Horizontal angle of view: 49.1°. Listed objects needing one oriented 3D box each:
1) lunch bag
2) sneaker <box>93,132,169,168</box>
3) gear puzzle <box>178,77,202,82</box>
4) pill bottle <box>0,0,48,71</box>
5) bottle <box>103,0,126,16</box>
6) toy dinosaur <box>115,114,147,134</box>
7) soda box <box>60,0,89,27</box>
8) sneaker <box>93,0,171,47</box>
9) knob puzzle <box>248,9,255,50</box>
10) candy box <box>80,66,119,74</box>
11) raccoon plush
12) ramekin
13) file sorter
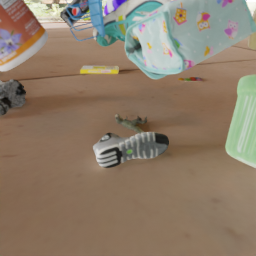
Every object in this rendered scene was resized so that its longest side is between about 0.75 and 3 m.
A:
[{"bbox_3d":[0.576,-1.029,3.081,0.989,0.708,1.161,-30,16,-16],"label":"lunch bag"},{"bbox_3d":[0.000,0.294,6.099,1.623,0.609,0.937,-11,25,-20],"label":"sneaker"},{"bbox_3d":[2.599,-2.077,11.807,0.978,0.128,0.507,1,25,3],"label":"gear puzzle"},{"bbox_3d":[-3.228,-2.771,6.229,1.540,2.746,1.540,-23,36,18],"label":"pill bottle"},{"bbox_3d":[-0.505,-4.195,9.686,0.441,0.564,1.351,-5,3,-23],"label":"bottle"},{"bbox_3d":[0.191,-0.121,7.365,0.560,0.302,1.271,-31,37,-25],"label":"toy dinosaur"},{"bbox_3d":[-1.348,-3.646,8.238,1.416,0.448,0.501,-37,33,13],"label":"soda box"},{"bbox_3d":[0.047,-2.577,7.253,1.105,1.136,2.852,-33,16,-32],"label":"sneaker"},{"bbox_3d":[2.078,-1.546,3.656,1.377,1.377,0.191,-8,47,-18],"label":"knob puzzle"},{"bbox_3d":[-1.312,-2.739,13.130,1.711,0.226,0.875,1,22,1],"label":"candy box"},{"bbox_3d":[-4.080,-0.967,8.646,1.212,0.875,1.809,1,24,22],"label":"raccoon plush"},{"bbox_3d":[2.909,0.196,4.439,2.668,1.303,2.668,18,5,-2],"label":"ramekin"},{"bbox_3d":[-1.061,-2.771,6.600,0.709,1.156,0.802,-20,50,-14],"label":"file sorter"}]
